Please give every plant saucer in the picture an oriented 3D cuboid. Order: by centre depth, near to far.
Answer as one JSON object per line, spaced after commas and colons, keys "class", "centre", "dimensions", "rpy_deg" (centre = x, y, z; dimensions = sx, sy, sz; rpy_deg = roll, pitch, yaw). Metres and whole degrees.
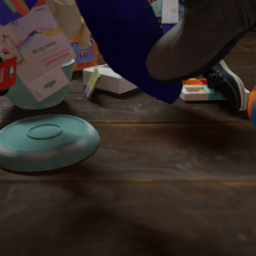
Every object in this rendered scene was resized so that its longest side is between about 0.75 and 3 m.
{"class": "plant saucer", "centre": [-2.115, 0.213, 7.179], "dimensions": [2.753, 0.377, 2.753], "rpy_deg": [0, 25, 0]}

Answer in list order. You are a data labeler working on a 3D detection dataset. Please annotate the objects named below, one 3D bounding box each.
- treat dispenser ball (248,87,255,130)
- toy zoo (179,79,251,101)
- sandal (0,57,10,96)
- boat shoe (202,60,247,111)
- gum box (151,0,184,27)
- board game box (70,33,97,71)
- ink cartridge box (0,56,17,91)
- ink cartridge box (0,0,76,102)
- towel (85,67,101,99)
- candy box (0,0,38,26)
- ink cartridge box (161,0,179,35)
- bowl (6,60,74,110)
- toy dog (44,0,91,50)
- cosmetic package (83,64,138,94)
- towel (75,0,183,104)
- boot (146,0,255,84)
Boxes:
{"class": "treat dispenser ball", "centre": [3.983, -0.500, 6.927], "dimensions": [1.890, 1.890, 1.890], "rpy_deg": [0, 24, 0]}
{"class": "toy zoo", "centre": [3.004, -1.538, 11.078], "dimensions": [2.909, 0.298, 1.909], "rpy_deg": [-1, 25, -2]}
{"class": "sandal", "centre": [-3.180, -1.598, 5.903], "dimensions": [0.904, 2.407, 0.542], "rpy_deg": [-21, 45, -19]}
{"class": "boat shoe", "centre": [3.237, -1.611, 9.855], "dimensions": [0.875, 1.049, 2.812], "rpy_deg": [-19, 53, -2]}
{"class": "gum box", "centre": [1.355, -3.405, 9.445], "dimensions": [2.349, 0.523, 1.996], "rpy_deg": [-12, -25, 41]}
{"class": "board game box", "centre": [-2.943, -4.248, 15.205], "dimensions": [1.817, 1.817, 1.818], "rpy_deg": [-20, 31, -38]}
{"class": "ink cartridge box", "centre": [-2.637, -0.860, 4.814], "dimensions": [1.406, 0.354, 0.766], "rpy_deg": [-18, 56, 8]}
{"class": "ink cartridge box", "centre": [-1.889, -1.702, 5.773], "dimensions": [0.683, 2.024, 1.179], "rpy_deg": [-16, 21, 38]}
{"class": "towel", "centre": [-1.355, -1.753, 10.835], "dimensions": [0.163, 1.028, 1.431], "rpy_deg": [23, 16, -20]}
{"class": "candy box", "centre": [-2.019, -2.648, 4.566], "dimensions": [0.600, 1.318, 1.559], "rpy_deg": [-16, 42, 23]}
{"class": "ink cartridge box", "centre": [0.852, -2.269, 5.759], "dimensions": [0.322, 0.686, 1.459], "rpy_deg": [2, 54, 6]}
{"class": "bowl", "centre": [-3.169, -1.550, 9.715], "dimensions": [2.706, 1.415, 2.706], "rpy_deg": [-1, 24, 1]}
{"class": "toy dog", "centre": [-1.985, -2.754, 7.139], "dimensions": [2.288, 2.360, 1.647], "rpy_deg": [34, 48, 2]}
{"class": "cosmetic package", "centre": [-0.255, -2.328, 12.363], "dimensions": [2.108, 0.722, 2.796], "rpy_deg": [21, 32, 33]}
{"class": "towel", "centre": [-0.324, -1.773, 4.173], "dimensions": [0.720, 2.906, 2.146], "rpy_deg": [-35, 36, -2]}
{"class": "boot", "centre": [0.581, -1.163, 2.476], "dimensions": [1.364, 0.723, 2.071], "rpy_deg": [11, -28, -39]}
